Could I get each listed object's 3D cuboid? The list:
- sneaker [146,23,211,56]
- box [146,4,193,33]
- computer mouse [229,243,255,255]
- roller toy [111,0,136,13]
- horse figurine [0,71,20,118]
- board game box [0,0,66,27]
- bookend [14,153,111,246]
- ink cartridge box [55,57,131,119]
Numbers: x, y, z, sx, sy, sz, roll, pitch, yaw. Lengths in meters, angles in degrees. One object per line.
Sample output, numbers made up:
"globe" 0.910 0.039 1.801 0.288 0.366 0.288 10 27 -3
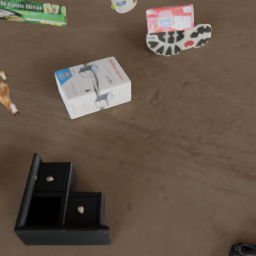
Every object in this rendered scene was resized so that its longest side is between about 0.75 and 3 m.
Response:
"sneaker" 1.955 -3.686 11.372 2.839 1.144 1.184 -12 35 -21
"box" 1.293 -3.338 8.562 1.341 0.688 0.635 1 28 18
"computer mouse" 2.778 3.250 5.705 1.366 0.448 1.946 7 50 5
"roller toy" -0.161 -4.630 10.021 0.912 0.637 0.832 -42 49 -4
"horse figurine" -3.249 -1.037 6.353 1.762 1.168 0.440 24 59 11
"board game box" -3.085 -3.155 7.547 2.748 0.322 1.440 2 6 -12
"bookend" -1.377 1.675 6.723 2.003 0.922 1.990 1 50 0
"ink cartridge box" -1.152 -1.381 9.316 2.118 0.909 1.551 -20 53 -14
